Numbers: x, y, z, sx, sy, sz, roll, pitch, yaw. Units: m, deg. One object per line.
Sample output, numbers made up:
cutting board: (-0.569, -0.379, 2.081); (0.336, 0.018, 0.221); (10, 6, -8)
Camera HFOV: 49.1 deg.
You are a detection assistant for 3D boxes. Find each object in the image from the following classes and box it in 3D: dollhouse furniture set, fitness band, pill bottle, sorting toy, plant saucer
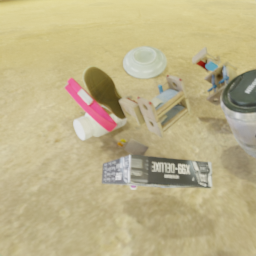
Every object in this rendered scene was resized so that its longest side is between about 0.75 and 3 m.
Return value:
dollhouse furniture set: (0.702, -0.831, 8.361); (1.258, 1.251, 1.785); (-38, 40, -18)
fitness band: (-1.274, -0.771, 9.411); (0.443, 1.700, 2.367); (-43, 58, 1)
pill bottle: (-1.227, -0.290, 12.168); (2.101, 1.201, 1.201); (-25, 43, -30)
dollhouse furniture set: (3.163, -1.908, 10.683); (1.718, 1.204, 1.211); (24, 52, -24)
sorting toy: (0.123, 0.482, 7.464); (0.753, 0.561, 0.101); (28, 45, -4)
plant saucer: (1.019, -4.217, 17.191); (2.712, 0.681, 2.712); (-2, 58, 3)

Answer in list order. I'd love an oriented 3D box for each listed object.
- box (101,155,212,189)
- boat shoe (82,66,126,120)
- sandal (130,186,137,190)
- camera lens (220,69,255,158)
box: (0.543, 1.116, 6.778); (1.886, 2.391, 0.595); (7, 77, -18)
boat shoe: (-0.744, -1.185, 9.285); (0.872, 2.391, 0.752); (-47, 44, 1)
sandal: (0.229, 1.850, 10.100); (0.356, 0.215, 0.875); (0, 36, 0)
camera lens: (4.080, -0.421, 8.599); (1.967, 2.459, 1.967); (-22, 41, 20)
